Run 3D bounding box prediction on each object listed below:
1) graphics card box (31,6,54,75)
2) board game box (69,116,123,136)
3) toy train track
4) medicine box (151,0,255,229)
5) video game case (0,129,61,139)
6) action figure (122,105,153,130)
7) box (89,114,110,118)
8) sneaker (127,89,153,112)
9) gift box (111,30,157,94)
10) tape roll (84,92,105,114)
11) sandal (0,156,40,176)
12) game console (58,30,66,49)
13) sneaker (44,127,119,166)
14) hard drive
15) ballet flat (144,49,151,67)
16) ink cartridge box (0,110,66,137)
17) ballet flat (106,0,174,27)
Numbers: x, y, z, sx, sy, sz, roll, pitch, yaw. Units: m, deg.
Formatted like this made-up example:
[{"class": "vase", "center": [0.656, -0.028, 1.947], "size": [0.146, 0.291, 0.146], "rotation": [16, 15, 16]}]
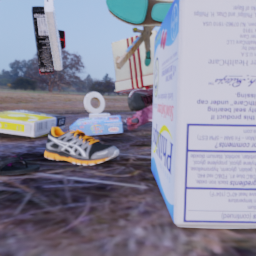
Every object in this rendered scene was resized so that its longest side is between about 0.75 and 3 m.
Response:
[{"class": "graphics card box", "center": [-3.042, -3.134, 10.001], "size": [0.545, 2.141, 1.343], "rotation": [-8, 30, -14]}, {"class": "board game box", "center": [-1.350, -0.128, 12.638], "size": [2.132, 0.516, 2.819], "rotation": [-5, 7, -2]}, {"class": "toy train track", "center": [0.223, -2.975, 9.563], "size": [0.425, 2.614, 1.499], "rotation": [22, -30, 22]}, {"class": "medicine box", "center": [1.157, -0.294, 4.156], "size": [1.372, 2.666, 2.429], "rotation": [1, 5, -1]}, {"class": "video game case", "center": [-4.337, 0.179, 11.917], "size": [2.190, 0.279, 1.979], "rotation": [1, 6, 22]}, {"class": "action figure", "center": [0.645, -0.389, 13.918], "size": [1.825, 1.642, 2.452], "rotation": [29, 27, 18]}, {"class": "box", "center": [-1.551, -0.397, 15.413], "size": [1.142, 0.746, 1.136], "rotation": [0, 5, -4]}, {"class": "sneaker", "center": [0.784, -0.983, 8.531], "size": [0.999, 0.654, 1.729], "rotation": [-9, 13, 38]}, {"class": "gift box", "center": [0.746, -2.873, 14.077], "size": [2.992, 2.794, 2.761], "rotation": [-9, -2, 32]}, {"class": "tape roll", "center": [-3.651, -2.666, 30.260], "size": [2.438, 2.438, 0.445], "rotation": [-4, -4, -38]}, {"class": "sandal", "center": [-2.521, 0.743, 5.625], "size": [1.444, 0.346, 0.543], "rotation": [0, 5, 1]}, {"class": "game console", "center": [-2.933, -3.616, 11.362], "size": [0.855, 0.756, 0.133], "rotation": [13, 30, 13]}, {"class": "sneaker", "center": [-1.183, 0.422, 6.755], "size": [2.039, 0.788, 0.798], "rotation": [4, 5, 22]}, {"class": "hard drive", "center": [-2.264, -2.921, 8.503], "size": [0.256, 1.951, 1.287], "rotation": [-7, 51, -10]}, {"class": "ballet flat", "center": [0.763, -2.727, 10.734], "size": [0.267, 0.284, 0.787], "rotation": [7, -38, 10]}, {"class": "ink cartridge box", "center": [-4.363, -0.286, 10.953], "size": [2.967, 0.697, 2.932], "rotation": [9, 9, 6]}, {"class": "ballet flat", "center": [0.718, -3.364, 8.282], "size": [2.923, 0.986, 0.911], "rotation": [21, 14, 18]}]
